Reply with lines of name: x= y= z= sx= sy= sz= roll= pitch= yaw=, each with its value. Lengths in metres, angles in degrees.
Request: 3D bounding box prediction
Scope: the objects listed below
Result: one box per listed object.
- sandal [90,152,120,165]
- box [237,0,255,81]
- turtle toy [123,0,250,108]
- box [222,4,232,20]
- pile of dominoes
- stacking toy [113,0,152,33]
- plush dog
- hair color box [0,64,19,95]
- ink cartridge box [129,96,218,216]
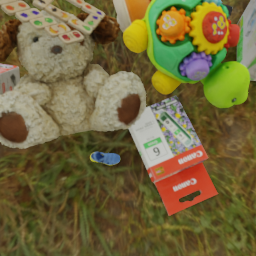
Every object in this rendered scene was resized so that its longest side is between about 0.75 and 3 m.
sandal: x=-0.651 y=0.849 z=7.900 sx=0.868 sy=0.378 sz=0.345 roll=3 pitch=73 yaw=-1
box: x=4.002 y=-2.714 z=7.878 sx=1.117 sy=2.310 sz=2.038 roll=7 pitch=76 yaw=3
turtle toy: x=1.334 y=-1.514 z=5.277 sx=1.957 sy=1.357 sz=2.685 roll=-45 pitch=115 yaw=-16
box: x=2.075 y=-3.247 z=8.971 sx=1.997 sy=0.496 sz=1.982 roll=20 pitch=75 yaw=6
pile of dominoes: x=-1.311 y=-2.074 z=4.488 sx=1.756 sy=0.280 sz=1.368 roll=27 pitch=47 yaw=-9
stacking toy: x=0.864 y=-3.207 z=6.333 sx=2.567 sy=1.876 sz=1.876 roll=-16 pitch=75 yaw=6
plush dog: x=-1.318 y=-1.125 z=5.739 sx=2.911 sy=2.335 sz=2.500 roll=-11 pitch=99 yaw=-10
hair color box: x=-3.250 y=-0.591 z=6.192 sx=0.694 sy=2.170 sz=1.203 roll=11 pitch=116 yaw=9
ink cartridge box: x=1.217 y=0.731 z=7.728 sx=1.585 sy=0.733 sz=2.910 roll=-22 pitch=75 yaw=-6
